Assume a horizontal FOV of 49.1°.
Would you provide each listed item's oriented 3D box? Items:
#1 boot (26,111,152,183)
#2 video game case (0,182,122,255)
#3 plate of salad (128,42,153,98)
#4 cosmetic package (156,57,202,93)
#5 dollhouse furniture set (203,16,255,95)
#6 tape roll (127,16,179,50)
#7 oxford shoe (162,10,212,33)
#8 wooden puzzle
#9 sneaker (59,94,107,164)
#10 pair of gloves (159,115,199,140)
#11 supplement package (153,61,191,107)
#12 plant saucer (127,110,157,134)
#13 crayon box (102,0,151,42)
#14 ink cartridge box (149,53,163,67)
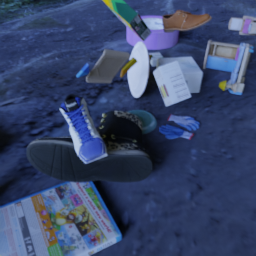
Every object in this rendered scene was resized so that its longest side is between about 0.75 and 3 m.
[{"bbox_3d":[-0.925,0.369,7.595,3.031,1.094,2.289,6,30,-3],"label":"boot"},{"bbox_3d":[-1.788,2.183,6.091,2.739,0.244,1.960,-18,41,-21],"label":"video game case"},{"bbox_3d":[0.429,-2.086,10.160,0.479,1.993,1.993,-1,37,-19],"label":"plate of salad"},{"bbox_3d":[1.954,-2.096,11.037,1.458,0.899,1.463,-4,37,-5],"label":"cosmetic package"},{"bbox_3d":[3.795,-2.896,10.729,1.747,2.527,2.677,14,28,17],"label":"dollhouse furniture set"},{"bbox_3d":[1.299,-5.102,14.885,2.761,0.906,2.761,0,37,0],"label":"tape roll"},{"bbox_3d":[2.007,-3.870,9.980,1.918,0.684,0.684,7,42,38],"label":"oxford shoe"},{"bbox_3d":[-0.517,-1.553,7.131,1.605,1.082,0.188,-3,52,-55],"label":"wooden puzzle"},{"bbox_3d":[-1.081,-0.099,6.068,0.679,0.970,1.680,-24,59,-1],"label":"sneaker"},{"bbox_3d":[1.640,-0.009,8.976,1.092,0.155,1.359,17,40,23],"label":"pair of gloves"},{"bbox_3d":[1.305,-1.308,8.417,0.629,1.148,0.653,-21,0,-12],"label":"supplement package"},{"bbox_3d":[0.317,-0.243,9.255,1.276,0.175,1.276,0,37,0],"label":"plant saucer"},{"bbox_3d":[-0.014,-3.798,9.548,1.398,0.472,1.620,48,12,16],"label":"crayon box"},{"bbox_3d":[1.276,-3.142,12.832,0.573,0.325,0.782,-7,39,-9],"label":"ink cartridge box"}]
